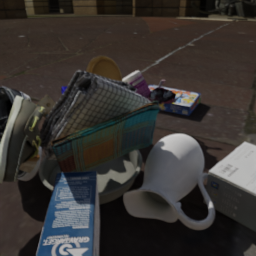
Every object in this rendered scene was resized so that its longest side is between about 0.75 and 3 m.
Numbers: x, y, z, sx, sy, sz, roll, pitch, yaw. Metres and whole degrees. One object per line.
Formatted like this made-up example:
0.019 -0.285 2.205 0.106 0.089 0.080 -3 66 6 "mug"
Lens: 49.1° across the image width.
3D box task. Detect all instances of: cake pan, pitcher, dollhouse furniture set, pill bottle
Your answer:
-0.987 1.107 7.701 2.765 0.507 2.765 -2 29 1 "cake pan"
1.253 1.254 6.753 1.986 1.403 2.315 18 41 21 "pitcher"
-3.100 -0.341 9.899 1.318 0.924 0.929 -47 17 -20 "dollhouse furniture set"
0.390 -1.228 9.813 0.771 1.372 0.771 -30 12 7 "pill bottle"

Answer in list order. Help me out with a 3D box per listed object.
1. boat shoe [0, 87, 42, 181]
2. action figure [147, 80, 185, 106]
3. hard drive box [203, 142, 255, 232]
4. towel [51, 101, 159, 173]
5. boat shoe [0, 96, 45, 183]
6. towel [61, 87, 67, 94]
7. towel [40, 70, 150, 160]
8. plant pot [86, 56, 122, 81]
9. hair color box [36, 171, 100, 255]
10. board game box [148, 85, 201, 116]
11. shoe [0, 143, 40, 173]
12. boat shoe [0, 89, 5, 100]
-3.206 0.065 7.829 1.053 0.995 2.936 -28 60 19 "boat shoe"
1.291 -1.010 9.821 0.991 1.102 1.480 36 8 10 "action figure"
3.426 1.522 6.489 2.009 0.990 2.577 -25 36 -39 "hard drive box"
-0.429 0.351 6.298 2.387 1.750 0.259 -22 61 -16 "towel"
-2.260 0.183 6.048 0.783 0.936 2.620 17 29 -23 "boat shoe"
-2.088 -1.792 13.349 2.066 0.512 1.526 -11 30 -20 "towel"
-0.868 -0.249 6.824 1.901 2.296 0.983 11 33 -47 "towel"
-0.692 -1.419 8.249 1.383 1.383 0.190 18 26 30 "plant pot"
-0.957 2.166 4.776 0.871 1.439 2.878 -2 28 -4 "hair color box"
1.756 -1.277 12.443 2.527 0.435 1.711 14 31 25 "board game box"
-2.939 0.619 6.391 1.760 0.470 0.615 21 13 -28 "shoe"
-3.606 -0.465 6.807 0.589 0.621 1.777 36 34 -15 "boat shoe"
